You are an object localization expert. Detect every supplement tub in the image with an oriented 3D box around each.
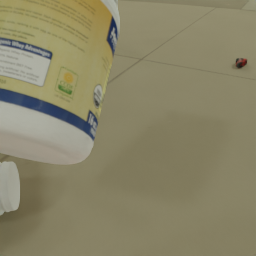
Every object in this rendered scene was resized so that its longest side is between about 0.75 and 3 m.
[{"bbox_3d":[-2.844,1.150,5.100,1.480,1.073,1.073,-6,34,-10],"label":"supplement tub"},{"bbox_3d":[-1.238,-1.051,4.021,2.032,2.032,2.814,8,73,12],"label":"supplement tub"}]

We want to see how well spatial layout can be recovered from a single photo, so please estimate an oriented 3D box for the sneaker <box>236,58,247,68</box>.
[{"bbox_3d":[4.603,-2.695,11.598,0.411,0.297,0.841,26,39,33],"label":"sneaker"}]
